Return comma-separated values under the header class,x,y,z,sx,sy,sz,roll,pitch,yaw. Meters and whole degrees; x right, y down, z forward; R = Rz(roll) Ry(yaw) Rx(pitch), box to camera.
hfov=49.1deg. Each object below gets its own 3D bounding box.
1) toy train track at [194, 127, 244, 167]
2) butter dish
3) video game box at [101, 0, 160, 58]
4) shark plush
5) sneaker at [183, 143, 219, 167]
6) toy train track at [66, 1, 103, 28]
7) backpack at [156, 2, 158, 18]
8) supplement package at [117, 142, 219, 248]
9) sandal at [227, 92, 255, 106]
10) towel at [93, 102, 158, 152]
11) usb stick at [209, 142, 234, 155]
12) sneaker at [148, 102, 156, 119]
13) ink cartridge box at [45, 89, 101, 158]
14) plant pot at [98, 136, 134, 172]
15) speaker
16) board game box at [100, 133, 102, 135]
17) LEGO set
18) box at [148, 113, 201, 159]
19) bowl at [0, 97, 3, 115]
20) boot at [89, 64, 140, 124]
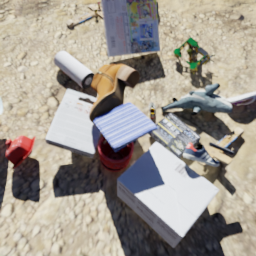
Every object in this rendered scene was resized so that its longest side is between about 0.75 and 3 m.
class,x,y,z,sx,sy,sz,roll,pitch,yaw
toy train track,3.579,0.795,10.749,2.589,0.421,1.485,-33,43,-27
butter dish,-4.018,0.720,10.130,1.145,0.848,1.148,-43,27,12
video game box,0.138,-4.921,13.309,2.564,2.815,0.659,-8,14,-8
shark plush,2.760,-1.017,11.496,2.755,1.252,1.148,2,56,3
sneaker,2.455,0.855,9.088,1.394,0.522,0.589,18,87,-25
toy train track,-2.181,-6.404,15.597,2.861,0.465,1.641,-35,62,-21
backpack,1.076,-6.613,15.576,1.160,0.892,0.946,0,76,15
supplement package,1.208,2.135,9.189,2.548,1.413,1.984,38,61,22
sandal,5.083,-1.192,12.032,1.893,0.770,0.465,-15,98,-11
towel,-0.167,-0.100,9.281,1.553,0.256,2.145,-27,35,-10
usb stick,3.034,0.678,9.130,0.865,0.240,0.141,23,87,-8
sneaker,1.040,-0.789,11.871,0.306,0.323,0.787,-2,55,-1
ink cartridge box,-1.831,-0.181,10.509,1.798,0.531,2.247,18,63,-4
plant pot,-0.450,0.924,10.188,1.262,1.149,1.262,1,56,-2
speaker,-2.482,-2.688,12.844,2.075,0.843,0.843,40,64,23
board game box,-1.652,-0.159,10.979,1.452,1.111,0.293,-11,27,-6
LEGO set,3.120,-3.365,13.425,1.804,1.045,1.387,42,95,28
box,1.813,0.300,11.041,1.324,0.403,1.643,-35,63,-26
bowl,-5.615,-1.169,10.163,1.097,2.038,2.038,-22,58,0
boot,-0.985,-1.453,10.896,2.061,1.018,2.654,26,79,47
